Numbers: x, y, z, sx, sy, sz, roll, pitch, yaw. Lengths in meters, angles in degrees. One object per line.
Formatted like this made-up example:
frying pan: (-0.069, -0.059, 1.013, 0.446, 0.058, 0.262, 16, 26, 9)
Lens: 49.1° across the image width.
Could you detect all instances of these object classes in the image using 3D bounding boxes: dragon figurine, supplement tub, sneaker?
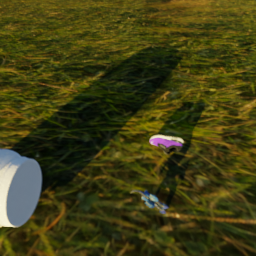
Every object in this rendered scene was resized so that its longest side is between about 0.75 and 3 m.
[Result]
dragon figurine: (0.604, 1.940, 7.543, 1.063, 0.313, 0.528, 34, -2, -17)
supplement tub: (-3.847, 1.440, 7.130, 2.706, 1.967, 1.967, 6, 37, 9)
sneaker: (1.259, 0.616, 9.581, 1.171, 0.407, 0.583, 3, 60, 24)
